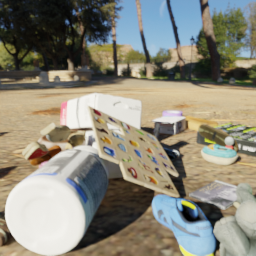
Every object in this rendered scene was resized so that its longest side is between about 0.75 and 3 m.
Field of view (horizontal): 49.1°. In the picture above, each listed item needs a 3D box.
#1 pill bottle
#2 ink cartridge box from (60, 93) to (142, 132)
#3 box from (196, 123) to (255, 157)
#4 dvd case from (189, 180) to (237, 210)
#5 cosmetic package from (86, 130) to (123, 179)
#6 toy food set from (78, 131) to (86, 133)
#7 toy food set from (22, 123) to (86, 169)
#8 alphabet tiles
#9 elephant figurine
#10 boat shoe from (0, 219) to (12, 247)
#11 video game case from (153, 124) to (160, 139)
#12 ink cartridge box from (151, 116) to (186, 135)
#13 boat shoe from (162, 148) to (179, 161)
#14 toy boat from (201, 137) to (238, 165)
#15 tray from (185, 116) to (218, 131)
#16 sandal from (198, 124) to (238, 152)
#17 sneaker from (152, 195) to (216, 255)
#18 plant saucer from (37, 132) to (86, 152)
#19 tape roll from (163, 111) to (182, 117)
[{"bbox_3d":[-1.111,1.149,5.295,1.311,1.311,2.305,2,11,8],"label":"pill bottle"},{"bbox_3d":[-1.076,-0.446,10.519,1.969,1.147,2.721,5,-6,-37],"label":"ink cartridge box"},{"bbox_3d":[4.432,0.379,10.929,2.571,0.611,2.483,-11,14,-40],"label":"box"},{"bbox_3d":[2.136,1.519,6.507,1.193,0.095,0.887,-10,15,-41],"label":"dvd case"},{"bbox_3d":[-0.572,0.706,8.395,1.178,0.929,2.190,-2,12,-15],"label":"cosmetic package"},{"bbox_3d":[-1.697,-0.574,13.493,2.033,0.856,2.833,-20,28,-32],"label":"toy food set"},{"bbox_3d":[-1.968,0.636,7.716,1.619,0.401,2.547,-39,-13,7],"label":"toy food set"},{"bbox_3d":[0.189,0.550,6.958,2.388,0.108,2.856,25,20,-26],"label":"alphabet tiles"},{"bbox_3d":[1.827,1.581,3.994,1.188,1.303,1.680,41,-2,19],"label":"elephant figurine"},{"bbox_3d":[-2.489,1.669,4.891,1.214,0.448,0.449,17,27,20],"label":"boat shoe"},{"bbox_3d":[0.900,0.340,9.257,0.126,0.895,0.990,15,-3,8],"label":"video game case"},{"bbox_3d":[1.919,-0.123,13.288,1.071,0.617,1.850,7,13,30],"label":"ink cartridge box"},{"bbox_3d":[1.202,0.863,9.190,0.879,0.311,0.399,5,18,32],"label":"boat shoe"},{"bbox_3d":[3.028,0.721,9.045,1.153,0.638,1.372,10,16,41],"label":"toy boat"},{"bbox_3d":[3.403,-0.248,14.461,1.102,0.414,2.234,-7,14,-26],"label":"tray"},{"bbox_3d":[3.231,0.327,9.976,1.548,0.632,0.422,32,36,28],"label":"sandal"},{"bbox_3d":[0.940,1.495,5.000,0.644,0.766,1.953,-5,11,-13],"label":"sneaker"},{"bbox_3d":[-2.261,0.536,10.470,2.594,0.474,2.594,-1,11,0],"label":"plant saucer"},{"bbox_3d":[2.725,-0.786,17.171,1.188,0.390,1.188,-1,12,0],"label":"tape roll"}]
